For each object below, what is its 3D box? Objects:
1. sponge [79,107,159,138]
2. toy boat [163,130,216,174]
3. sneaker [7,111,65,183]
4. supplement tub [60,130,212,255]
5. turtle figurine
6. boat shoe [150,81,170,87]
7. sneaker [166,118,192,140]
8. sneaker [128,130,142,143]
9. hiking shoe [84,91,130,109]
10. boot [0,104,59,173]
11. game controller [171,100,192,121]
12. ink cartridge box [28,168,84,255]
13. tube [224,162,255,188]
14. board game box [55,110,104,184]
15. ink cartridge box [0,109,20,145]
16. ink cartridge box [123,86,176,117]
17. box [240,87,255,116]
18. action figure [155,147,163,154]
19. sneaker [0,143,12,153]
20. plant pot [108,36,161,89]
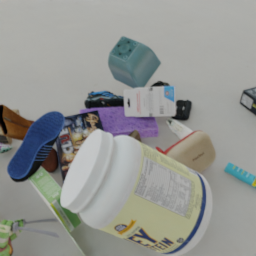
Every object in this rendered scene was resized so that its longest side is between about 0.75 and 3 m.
[{"bbox_3d":[-0.388,-0.188,10.342,2.792,0.416,1.558,-5,40,-9],"label":"sponge"},{"bbox_3d":[1.719,0.862,8.689,1.815,1.185,1.187,-30,14,-23],"label":"toy boat"},{"bbox_3d":[-2.291,0.469,7.057,0.697,0.774,1.986,32,65,1],"label":"sneaker"},{"bbox_3d":[0.181,1.425,6.245,2.838,2.058,2.058,28,34,-19],"label":"supplement tub"},{"bbox_3d":[-2.601,1.976,5.952,1.933,1.993,1.435,46,8,-5],"label":"turtle figurine"},{"bbox_3d":[1.275,-1.516,11.523,0.867,0.715,2.525,17,29,18],"label":"boat shoe"},{"bbox_3d":[1.740,0.046,9.753,0.468,0.533,1.330,-51,30,-1],"label":"sneaker"},{"bbox_3d":[0.128,0.834,8.730,0.878,0.819,2.325,45,22,-7],"label":"sneaker"},{"bbox_3d":[-0.697,-1.171,11.256,2.085,0.776,0.904,4,48,5],"label":"hiking shoe"},{"bbox_3d":[-2.887,0.368,8.241,0.673,1.966,1.851,-24,68,6],"label":"boot"},{"bbox_3d":[2.160,-0.733,11.260,0.694,0.280,1.329,-1,36,22],"label":"game controller"},{"bbox_3d":[-1.476,2.075,6.677,0.498,1.512,2.078,-37,51,-23],"label":"ink cartridge box"},{"bbox_3d":[3.556,1.489,8.435,1.298,0.327,0.503,29,47,25],"label":"tube"},{"bbox_3d":[-1.463,0.572,8.919,1.591,0.406,2.348,-13,56,-12],"label":"board game box"},{"bbox_3d":[-4.666,-0.040,10.098,1.191,0.543,1.446,-1,39,-1],"label":"ink cartridge box"},{"bbox_3d":[0.777,-0.936,9.938,1.768,1.024,0.590,0,12,14],"label":"ink cartridge box"},{"bbox_3d":[6.217,-0.755,10.841,2.274,0.736,2.884,-16,41,-17],"label":"box"},{"bbox_3d":[0.456,1.363,8.205,0.477,0.603,1.844,34,55,-3],"label":"action figure"},{"bbox_3d":[-4.308,0.496,9.127,0.966,0.375,0.676,-8,68,-52],"label":"sneaker"},{"bbox_3d":[0.104,-2.505,10.360,1.451,1.482,1.455,31,82,29],"label":"plant pot"}]
